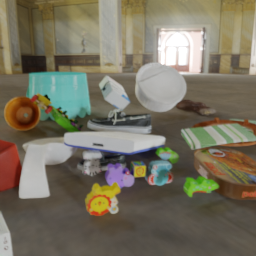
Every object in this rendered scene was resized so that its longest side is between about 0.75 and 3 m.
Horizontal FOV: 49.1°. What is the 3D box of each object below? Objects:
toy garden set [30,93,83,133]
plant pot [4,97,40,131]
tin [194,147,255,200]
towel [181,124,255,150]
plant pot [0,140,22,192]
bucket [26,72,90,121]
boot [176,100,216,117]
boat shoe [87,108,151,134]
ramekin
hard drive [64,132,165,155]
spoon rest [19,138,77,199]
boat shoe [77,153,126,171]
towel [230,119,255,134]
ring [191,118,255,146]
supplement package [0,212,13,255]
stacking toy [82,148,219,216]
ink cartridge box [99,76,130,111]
[{"bbox_3d":[-2.505,-0.618,9.863,2.048,0.490,2.456,41,-4,-25],"label":"toy garden set"},{"bbox_3d":[-4.030,-0.517,10.837,1.259,1.259,1.153,-4,0,-15],"label":"plant pot"},{"bbox_3d":[2.287,0.965,6.377,1.264,0.472,2.257,3,14,-6],"label":"tin"},{"bbox_3d":[2.822,0.256,8.987,1.981,0.232,1.511,-6,18,-1],"label":"towel"},{"bbox_3d":[-2.910,0.857,5.886,0.972,0.971,0.856,9,26,32],"label":"plant pot"},{"bbox_3d":[-3.273,-1.595,13.256,3.040,1.978,3.040,1,14,0],"label":"bucket"},{"bbox_3d":[3.280,-0.938,13.733,1.593,0.549,1.709,-3,19,-2],"label":"boot"},{"bbox_3d":[-0.347,-0.286,10.412,2.424,0.828,0.895,4,15,17],"label":"boat shoe"},{"bbox_3d":[1.528,-1.957,14.097,2.570,1.197,2.570,7,57,-10],"label":"ramekin"},{"bbox_3d":[-0.204,0.356,7.620,1.797,0.345,2.723,6,2,21],"label":"hard drive"},{"bbox_3d":[-1.966,0.623,6.795,1.448,0.883,2.914,-2,15,-6],"label":"spoon rest"},{"bbox_3d":[-0.650,0.811,6.943,1.201,0.426,0.433,-3,15,-12],"label":"boat shoe"},{"bbox_3d":[4.528,-0.076,10.851,1.395,0.214,1.829,6,16,25],"label":"towel"},{"bbox_3d":[3.481,0.057,9.808,2.580,0.248,2.580,-4,18,1],"label":"ring"},{"bbox_3d":[-2.071,1.589,3.451,1.104,0.648,0.646,-9,17,-32],"label":"supplement package"},{"bbox_3d":[0.275,1.028,5.975,2.542,0.597,1.916,-2,16,-15],"label":"stacking toy"},{"bbox_3d":[-0.686,-1.694,13.576,1.128,0.651,1.555,31,21,-33],"label":"ink cartridge box"}]
